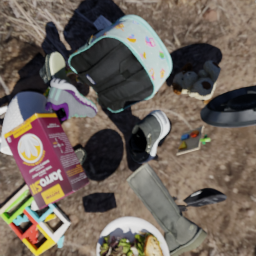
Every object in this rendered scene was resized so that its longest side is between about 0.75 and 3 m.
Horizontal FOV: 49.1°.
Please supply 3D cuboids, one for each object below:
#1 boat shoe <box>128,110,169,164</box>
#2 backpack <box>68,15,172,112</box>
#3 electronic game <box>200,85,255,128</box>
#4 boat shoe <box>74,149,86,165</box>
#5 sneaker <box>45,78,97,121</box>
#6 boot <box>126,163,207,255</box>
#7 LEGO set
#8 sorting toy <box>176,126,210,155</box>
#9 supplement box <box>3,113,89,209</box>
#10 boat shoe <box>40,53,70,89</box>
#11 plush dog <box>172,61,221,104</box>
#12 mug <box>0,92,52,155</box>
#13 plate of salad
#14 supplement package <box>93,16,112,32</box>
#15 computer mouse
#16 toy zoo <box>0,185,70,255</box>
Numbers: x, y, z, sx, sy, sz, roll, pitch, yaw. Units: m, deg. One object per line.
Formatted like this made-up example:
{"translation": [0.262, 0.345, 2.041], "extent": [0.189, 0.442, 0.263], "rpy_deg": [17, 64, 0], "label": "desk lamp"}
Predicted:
{"translation": [0.403, 0.437, 8.908], "extent": [0.846, 2.989, 1.026], "rpy_deg": [-28, 70, -24], "label": "boat shoe"}
{"translation": [-0.070, -2.057, 8.902], "extent": [2.259, 2.947, 2.590], "rpy_deg": [-46, 108, -25], "label": "backpack"}
{"translation": [3.705, -0.700, 8.775], "extent": [2.875, 2.875, 0.598], "rpy_deg": [-20, 108, -2], "label": "electronic game"}
{"translation": [-2.470, 1.548, 11.257], "extent": [1.869, 0.614, 0.668], "rpy_deg": [-40, 85, -4], "label": "boat shoe"}
{"translation": [-1.931, -0.644, 9.349], "extent": [0.953, 2.561, 1.121], "rpy_deg": [16, 78, 25], "label": "sneaker"}
{"translation": [0.804, 2.372, 7.913], "extent": [2.447, 2.225, 0.888], "rpy_deg": [43, 48, 10], "label": "boot"}
{"translation": [-2.481, -2.156, 11.520], "extent": [2.596, 0.966, 1.194], "rpy_deg": [-22, 84, -3], "label": "LEGO set"}
{"translation": [1.825, 0.289, 7.715], "extent": [0.168, 1.141, 0.843], "rpy_deg": [40, 54, -21], "label": "sorting toy"}
{"translation": [-2.338, 0.910, 8.087], "extent": [1.313, 1.019, 2.380], "rpy_deg": [-30, 84, 17], "label": "supplement box"}
{"translation": [-2.586, -1.811, 9.594], "extent": [0.814, 2.454, 0.917], "rpy_deg": [14, 78, 3], "label": "boat shoe"}
{"translation": [2.674, -1.803, 11.464], "extent": [1.670, 1.560, 1.944], "rpy_deg": [20, 55, 16], "label": "plush dog"}
{"translation": [-4.145, -0.144, 10.852], "extent": [2.542, 1.877, 2.229], "rpy_deg": [-3, 73, 3], "label": "mug"}
{"translation": [0.063, 3.551, 7.680], "extent": [2.121, 0.509, 2.121], "rpy_deg": [-2, 84, 18], "label": "plate of salad"}
{"translation": [-0.824, -3.782, 10.658], "extent": [0.438, 0.789, 0.615], "rpy_deg": [-40, 70, 18], "label": "supplement package"}
{"translation": [1.915, 2.103, 8.548], "extent": [1.334, 1.899, 0.437], "rpy_deg": [22, 52, -33], "label": "computer mouse"}
{"translation": [-3.597, 3.731, 11.164], "extent": [1.802, 0.281, 2.746], "rpy_deg": [-44, 85, -5], "label": "toy zoo"}
